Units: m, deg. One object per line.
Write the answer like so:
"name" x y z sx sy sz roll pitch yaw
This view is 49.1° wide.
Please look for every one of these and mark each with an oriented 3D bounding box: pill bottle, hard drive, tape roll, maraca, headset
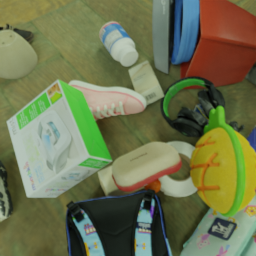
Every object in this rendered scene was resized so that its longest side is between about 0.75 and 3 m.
"pill bottle" -0.336 -3.198 10.808 0.989 0.989 1.763 -24 60 -14
"hard drive" 1.282 -3.553 9.753 0.602 2.843 1.917 6 50 13
"tape roll" 1.476 1.212 8.341 1.673 0.306 1.673 0 64 0
"maraca" 2.294 0.763 6.971 1.543 1.977 2.884 6 45 -4
"headset" 2.167 -0.540 8.434 1.850 1.407 2.996 -44 53 1

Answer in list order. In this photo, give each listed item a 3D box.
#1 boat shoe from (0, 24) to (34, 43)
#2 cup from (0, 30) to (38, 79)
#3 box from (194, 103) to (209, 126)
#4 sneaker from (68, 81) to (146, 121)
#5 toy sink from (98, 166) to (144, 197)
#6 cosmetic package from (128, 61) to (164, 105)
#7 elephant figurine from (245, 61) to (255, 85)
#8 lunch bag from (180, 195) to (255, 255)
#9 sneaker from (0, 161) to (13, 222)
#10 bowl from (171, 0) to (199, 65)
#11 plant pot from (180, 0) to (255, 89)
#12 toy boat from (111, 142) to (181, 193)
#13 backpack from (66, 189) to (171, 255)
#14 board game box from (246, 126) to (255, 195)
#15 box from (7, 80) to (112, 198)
"boat shoe" -4.850 -3.777 11.347 1.939 0.711 0.722 -2 58 -1
"cup" -4.412 -2.874 10.478 1.721 1.231 1.721 0 58 -1
"box" 2.754 -0.138 9.158 0.489 0.533 1.522 -21 61 -14
"sneaker" -0.899 -0.586 9.136 2.810 1.058 1.469 13 62 14
"toy sink" -0.099 1.420 7.981 1.346 0.877 0.754 -22 60 -12
"cosmetic package" 0.599 -1.556 9.679 0.817 0.577 1.579 -27 44 11
"elephant figurine" 5.054 -2.635 9.458 2.081 2.683 1.898 37 65 21
"lunch bag" 2.911 2.972 6.548 2.813 1.715 2.396 28 65 31
"sneaker" -4.027 1.560 7.918 0.958 0.933 2.406 -22 60 -3
"bowl" 1.928 -3.753 10.056 0.565 2.880 2.880 -1 58 -2
"plant pot" 3.210 -2.894 9.847 2.185 2.479 2.477 8 58 -1
"toy boat" 0.540 1.191 7.275 1.806 1.181 1.179 -25 26 -5
"backpack" -0.164 2.993 6.450 2.397 1.766 2.626 -9 57 -5
"board game box" 5.002 1.145 7.848 2.827 1.369 2.254 -3 58 -2
"box" -1.986 0.360 7.869 2.184 1.196 2.475 -33 65 17
